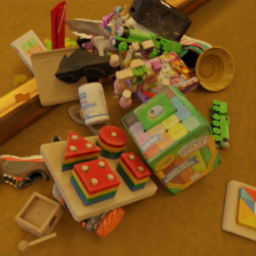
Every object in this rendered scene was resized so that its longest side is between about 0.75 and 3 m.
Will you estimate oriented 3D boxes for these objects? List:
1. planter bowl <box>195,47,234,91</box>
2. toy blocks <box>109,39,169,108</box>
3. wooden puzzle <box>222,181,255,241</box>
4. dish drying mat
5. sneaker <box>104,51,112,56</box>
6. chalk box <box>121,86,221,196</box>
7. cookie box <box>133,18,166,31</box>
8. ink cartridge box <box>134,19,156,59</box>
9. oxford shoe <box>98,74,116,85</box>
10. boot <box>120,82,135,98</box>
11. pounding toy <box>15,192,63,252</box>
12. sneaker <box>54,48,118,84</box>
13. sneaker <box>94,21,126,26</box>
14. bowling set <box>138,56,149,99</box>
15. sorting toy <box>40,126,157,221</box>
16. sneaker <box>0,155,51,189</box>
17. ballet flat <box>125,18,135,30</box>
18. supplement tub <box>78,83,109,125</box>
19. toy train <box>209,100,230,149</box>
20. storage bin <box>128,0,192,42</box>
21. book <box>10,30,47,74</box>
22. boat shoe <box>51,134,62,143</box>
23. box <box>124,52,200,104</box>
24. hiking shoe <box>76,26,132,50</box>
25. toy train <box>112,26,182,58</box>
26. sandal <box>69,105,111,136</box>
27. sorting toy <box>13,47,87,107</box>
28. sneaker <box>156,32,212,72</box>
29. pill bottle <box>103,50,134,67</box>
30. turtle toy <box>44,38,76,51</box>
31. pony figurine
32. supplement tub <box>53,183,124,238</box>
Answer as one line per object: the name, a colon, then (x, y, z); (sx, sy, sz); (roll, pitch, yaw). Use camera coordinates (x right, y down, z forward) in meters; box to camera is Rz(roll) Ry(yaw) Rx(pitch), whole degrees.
planter bowl: (3.364, -2.367, 11.392); (1.734, 1.734, 0.722); (-13, 11, -12)
toy blocks: (0.244, -1.500, 8.636); (1.563, 1.408, 1.673); (-18, 74, -10)
wooden puzzle: (3.520, 2.279, 7.544); (1.740, 0.324, 1.610); (14, 48, 14)
dish drying mat: (-2.732, -3.352, 11.114); (0.271, 2.982, 1.145); (14, 45, 1)
sneaker: (-0.702, -2.631, 11.174); (0.340, 0.798, 0.311); (-20, 17, 6)
chalk box: (1.118, 0.231, 7.470); (1.742, 2.800, 1.733); (-34, 50, 3)
cookie box: (1.353, -5.118, 14.053); (1.706, 0.641, 1.459); (7, 43, 37)
ink cartridge box: (0.691, -3.728, 11.942); (0.836, 1.448, 1.991); (-1, 10, 0)
oxford shoe: (-0.865, -2.018, 11.671); (0.923, 0.329, 0.329); (-35, 56, -28)
boot: (-0.017, -1.673, 11.174); (0.874, 0.330, 0.998); (-22, 45, 15)
pounding toy: (-2.240, 2.539, 7.106); (1.181, 0.615, 1.344); (20, 52, 16)
sneaker: (-1.495, -2.357, 9.951); (2.562, 0.973, 1.163); (-2, 69, 24)
sneaker: (-1.058, -5.035, 14.400); (2.273, 0.828, 0.962); (10, 26, 9)
bowling set: (1.176, -1.487, 10.700); (1.662, 1.282, 2.389); (4, 58, -14)
sorting toy: (-0.695, 0.868, 7.164); (2.335, 0.812, 2.321); (-9, 44, -36)
sneaker: (-3.288, 1.342, 8.144); (2.118, 0.816, 0.867); (-7, 52, -6)
ballet flat: (0.487, -5.751, 15.045); (2.050, 0.639, 0.691); (-23, 51, -20)
supplement tub: (-1.140, -0.770, 9.277); (0.821, 0.821, 1.244); (-13, 85, -12)
toy train: (3.210, -0.147, 9.807); (0.632, 0.468, 2.242); (14, 47, 2)
storage bin: (1.270, -4.469, 11.219); (2.227, 1.044, 1.505); (20, 33, -26)
book: (-3.967, -3.078, 11.867); (0.419, 1.744, 1.165); (-13, 32, 44)
boat shoe: (-2.280, 0.747, 8.916); (0.469, 0.462, 1.302); (-14, 49, -14)
box: (1.165, -1.697, 9.759); (2.325, 0.455, 1.591); (-26, 68, -28)
hiking shoe: (-1.102, -4.207, 13.181); (2.627, 0.977, 1.139); (-2, 64, -5)
toy train: (0.757, -3.040, 10.214); (2.965, 0.836, 0.619); (1, 27, -34)
sandal: (-1.308, -0.389, 9.840); (0.886, 0.596, 2.207); (-28, 43, -28)
sorting toy: (-3.008, -1.881, 10.689); (2.719, 0.364, 2.026); (-13, 92, -16)
sneaker: (2.206, -3.288, 12.357); (2.910, 1.217, 1.757); (17, 39, 14)
pill bottle: (-0.569, -3.162, 12.367); (1.638, 0.910, 0.910); (-5, 46, -3)
turtle toy: (-3.084, -3.711, 12.990); (1.523, 0.770, 1.110); (-30, 54, -27)
pony figurine: (-1.055, -3.479, 11.424); (2.708, 2.806, 2.336); (-4, 10, -3)
supplement tub: (-1.023, 1.908, 7.287); (1.774, 1.087, 1.087); (37, 56, 22)
